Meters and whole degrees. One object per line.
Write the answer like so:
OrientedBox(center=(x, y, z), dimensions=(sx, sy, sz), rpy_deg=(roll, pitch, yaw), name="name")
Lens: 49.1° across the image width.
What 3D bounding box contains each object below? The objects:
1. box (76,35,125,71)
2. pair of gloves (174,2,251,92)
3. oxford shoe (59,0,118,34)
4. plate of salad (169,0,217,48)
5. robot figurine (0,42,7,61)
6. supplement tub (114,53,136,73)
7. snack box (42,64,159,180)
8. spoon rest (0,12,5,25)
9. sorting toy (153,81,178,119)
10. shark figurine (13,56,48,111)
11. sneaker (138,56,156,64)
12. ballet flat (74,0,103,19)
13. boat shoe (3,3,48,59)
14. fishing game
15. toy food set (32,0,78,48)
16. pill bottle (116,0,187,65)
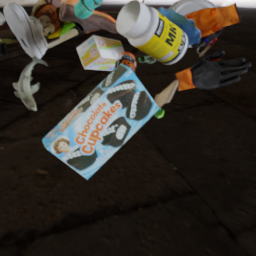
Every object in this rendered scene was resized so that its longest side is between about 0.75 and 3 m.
OrientedBox(center=(-0.765, -2.232, 8.521), dimensions=(0.768, 0.692, 1.366), rpy_deg=(-25, -7, 34), name="box")
OrientedBox(center=(2.661, -2.693, 9.525), dimensions=(2.517, 2.825, 0.349), rpy_deg=(-11, -7, 21), name="pair of gloves")
OrientedBox(center=(-1.432, -4.054, 10.785), dimensions=(2.627, 0.958, 0.936), rpy_deg=(12, 11, -36), name="oxford shoe")
OrientedBox(center=(2.502, -4.075, 10.882), dimensions=(2.189, 2.189, 0.526), rpy_deg=(3, -11, 5), name="plate of salad")
OrientedBox(center=(-4.575, -2.597, 9.280), dimensions=(0.717, 1.149, 0.863), rpy_deg=(24, 36, 16), name="robot figurine")
OrientedBox(center=(-0.089, -1.424, 6.906), dimensions=(0.525, 0.525, 0.857), rpy_deg=(4, 56, 7), name="supplement tub")
OrientedBox(center=(-0.488, -0.086, 5.596), dimensions=(2.140, 1.243, 0.397), rpy_deg=(-45, 40, -3), name="snack box")
OrientedBox(center=(-4.636, -3.052, 7.809), dimensions=(2.185, 0.662, 1.086), rpy_deg=(-30, 15, -39), name="spoon rest")
OrientedBox(center=(0.779, -0.561, 6.667), dimensions=(0.167, 0.837, 1.132), rpy_deg=(37, 56, -13), name="sorting toy")
OrientedBox(center=(-2.711, -1.238, 7.299), dimensions=(0.619, 1.483, 0.886), rpy_deg=(9, -1, 28), name="shark figurine")
OrientedBox(center=(0.851, -3.012, 12.380), dimensions=(0.801, 0.312, 0.341), rpy_deg=(-5, -2, 5), name="sneaker")
OrientedBox(center=(-1.045, -3.180, 7.144), dimensions=(0.518, 0.496, 1.472), rpy_deg=(-26, 30, 29), name="ballet flat")
OrientedBox(center=(-3.440, -3.451, 9.879), dimensions=(0.969, 2.693, 0.885), rpy_deg=(32, 73, 15), name="boat shoe")
OrientedBox(center=(1.497, -3.220, 9.006), dimensions=(2.638, 0.410, 1.889), rpy_deg=(28, -10, -1), name="fishing game")
OrientedBox(center=(-3.041, -4.576, 11.504), dimensions=(1.798, 2.604, 0.523), rpy_deg=(-34, 51, -13), name="toy food set")
OrientedBox(center=(0.698, -2.708, 8.067), dimensions=(2.013, 1.150, 1.150), rpy_deg=(17, 14, -41), name="pill bottle")
